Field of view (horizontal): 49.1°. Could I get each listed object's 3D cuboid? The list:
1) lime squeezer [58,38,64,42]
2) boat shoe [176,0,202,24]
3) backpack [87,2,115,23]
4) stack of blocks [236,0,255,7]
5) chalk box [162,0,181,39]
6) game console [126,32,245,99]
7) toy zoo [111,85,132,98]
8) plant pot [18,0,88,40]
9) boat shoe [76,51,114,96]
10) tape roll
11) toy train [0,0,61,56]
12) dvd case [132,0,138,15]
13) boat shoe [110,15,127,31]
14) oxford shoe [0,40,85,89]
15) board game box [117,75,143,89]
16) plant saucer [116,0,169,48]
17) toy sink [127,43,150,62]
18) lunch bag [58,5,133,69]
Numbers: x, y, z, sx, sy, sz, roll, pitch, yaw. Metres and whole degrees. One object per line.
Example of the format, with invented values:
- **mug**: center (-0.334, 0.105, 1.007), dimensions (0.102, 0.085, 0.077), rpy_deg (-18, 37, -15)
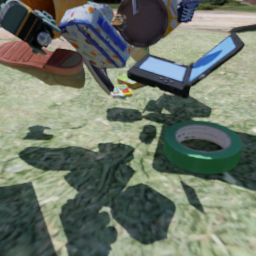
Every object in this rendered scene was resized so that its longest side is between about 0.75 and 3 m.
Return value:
- **lime squeezer**: center (-2.614, -3.058, 9.326), dimensions (0.921, 0.325, 0.174), rpy_deg (-4, 50, -19)
- **boat shoe**: center (1.788, -3.438, 8.066), dimensions (0.656, 0.815, 1.758), rpy_deg (-2, 22, 0)
- **backpack**: center (-1.143, -3.949, 10.120), dimensions (1.253, 0.944, 1.113), rpy_deg (7, -12, 7)
- **stack of blocks**: center (4.086, -4.225, 8.923), dimensions (1.120, 0.645, 0.328), rpy_deg (8, 19, -21)
- **chalk box**: center (1.050, -4.598, 11.091), dimensions (1.317, 1.323, 2.127), rpy_deg (-41, 37, -1)
- **game console**: center (1.606, -2.111, 7.991), dimensions (2.550, 1.687, 2.899), rpy_deg (19, 27, 7)
- **toy zoo**: center (-0.354, -1.562, 12.119), dimensions (0.863, 0.135, 1.315), rpy_deg (-7, 29, -14)
- **plant pot**: center (-1.780, -3.001, 6.948), dimensions (1.485, 1.485, 1.359), rpy_deg (18, 34, 30)
- **boat shoe**: center (-0.958, -2.114, 7.949), dimensions (0.792, 2.525, 0.917), rpy_deg (-31, -9, -4)
- **tape roll**: center (2.073, 0.476, 7.918), dimensions (2.109, 0.507, 2.109), rpy_deg (0, 28, 0)
- **toy train**: center (-2.010, -2.091, 5.564), dimensions (1.018, 0.761, 1.787), rpy_deg (29, 13, -37)
- **dvd case**: center (0.138, -3.117, 6.298), dimensions (0.082, 1.026, 0.763), rpy_deg (-4, 17, -2)
- **boat shoe**: center (-0.332, -3.346, 8.866), dimensions (0.468, 0.457, 1.237), rpy_deg (8, 27, 7)
- **oxford shoe**: center (-2.542, -1.664, 7.802), dimensions (2.906, 1.073, 1.028), rpy_deg (17, 55, 17)
- **board game box**: center (0.678, -2.424, 13.546), dimensions (2.310, 0.346, 1.104), rpy_deg (-26, 38, -35)
- **plant saucer**: center (0.502, -3.796, 9.869), dimensions (1.863, 1.863, 0.321), rpy_deg (5, 26, 9)
- **toy sink**: center (0.345, -3.175, 10.766), dimensions (0.658, 1.174, 0.765), rpy_deg (-14, 66, 25)
- **lunch bag**: center (-0.688, -1.861, 5.897), dimensions (1.231, 1.537, 0.581), rpy_deg (14, 73, 46)
